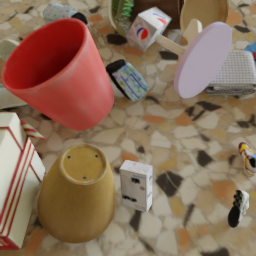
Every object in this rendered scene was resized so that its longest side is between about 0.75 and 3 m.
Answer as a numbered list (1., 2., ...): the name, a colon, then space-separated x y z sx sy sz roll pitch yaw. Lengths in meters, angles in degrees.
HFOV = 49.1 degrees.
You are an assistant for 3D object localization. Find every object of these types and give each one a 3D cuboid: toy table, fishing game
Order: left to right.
1. toy table: 1.943 -2.216 8.669 2.336 2.147 1.368 -51 44 7
2. fishing game: 5.000 -2.615 9.891 2.489 0.387 1.783 -10 55 3

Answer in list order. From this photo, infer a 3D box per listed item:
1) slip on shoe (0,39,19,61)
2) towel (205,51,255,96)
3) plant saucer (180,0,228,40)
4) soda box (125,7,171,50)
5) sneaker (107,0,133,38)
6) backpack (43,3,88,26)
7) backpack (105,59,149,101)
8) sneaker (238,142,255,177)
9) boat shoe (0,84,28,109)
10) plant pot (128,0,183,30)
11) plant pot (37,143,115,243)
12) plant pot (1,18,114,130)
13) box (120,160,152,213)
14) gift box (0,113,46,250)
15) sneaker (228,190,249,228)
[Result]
1. slip on shoe: -3.090 -2.064 9.402 2.681 0.820 0.993 34 103 10
2. towel: 3.291 -1.780 9.295 1.689 0.723 1.399 -1 65 6
3. plant saucer: 2.674 -4.068 10.118 2.073 2.073 0.367 -22 35 -14
4. soda box: 0.713 -3.241 8.974 0.714 0.768 2.251 36 33 -1
5. sneaker: -0.158 -4.381 9.955 1.006 2.271 0.873 -8 11 36
6. backpack: -2.467 -4.085 10.651 1.490 0.943 1.244 25 63 19
7. backpack: 0.001 -1.474 8.740 1.046 1.361 1.110 -24 17 1
8. sneaker: 3.376 0.795 7.785 0.394 0.474 1.051 -4 57 -3
9. boat shoe: -3.958 -0.964 8.886 2.372 0.733 0.864 -2 91 13
10. plant pot: 0.912 -4.698 10.613 2.191 2.048 2.048 0 56 16
11. plant pot: -1.095 1.320 6.293 1.920 2.060 1.920 7 52 -9
12. plant pot: -1.670 -1.275 7.718 2.575 2.279 2.575 -14 53 19
13. box: 0.205 1.422 6.790 0.703 1.206 0.363 11 34 20
14. gift box: -3.156 1.115 6.163 2.663 2.457 2.486 1 49 0
15. sneaker: 2.799 2.042 6.964 0.418 0.350 0.944 17 91 -27
